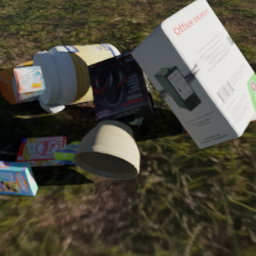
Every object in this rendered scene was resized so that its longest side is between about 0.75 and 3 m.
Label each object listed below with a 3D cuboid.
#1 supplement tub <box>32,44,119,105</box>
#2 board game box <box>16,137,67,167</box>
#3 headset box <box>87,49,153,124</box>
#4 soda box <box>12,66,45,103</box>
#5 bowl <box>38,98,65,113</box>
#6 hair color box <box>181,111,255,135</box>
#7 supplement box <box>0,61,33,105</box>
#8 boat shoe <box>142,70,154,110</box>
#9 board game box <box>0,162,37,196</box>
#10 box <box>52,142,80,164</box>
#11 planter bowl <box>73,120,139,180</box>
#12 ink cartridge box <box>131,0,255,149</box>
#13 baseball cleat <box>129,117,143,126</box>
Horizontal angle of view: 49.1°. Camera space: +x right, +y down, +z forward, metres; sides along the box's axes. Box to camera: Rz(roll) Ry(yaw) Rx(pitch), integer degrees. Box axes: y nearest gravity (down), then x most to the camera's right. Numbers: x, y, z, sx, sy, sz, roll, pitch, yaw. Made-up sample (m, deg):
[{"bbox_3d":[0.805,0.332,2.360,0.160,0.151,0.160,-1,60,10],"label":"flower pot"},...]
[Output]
[{"bbox_3d":[-1.583,-1.715,9.019,2.524,1.822,1.822,-14,39,-32],"label":"supplement tub"},{"bbox_3d":[-2.360,0.653,7.735,1.211,0.281,0.918,-3,38,-4],"label":"board game box"},{"bbox_3d":[-0.194,-0.886,6.998,1.319,0.665,1.774,-16,68,12],"label":"headset box"},{"bbox_3d":[-2.300,-0.942,6.378,0.549,0.510,1.604,-13,2,-24],"label":"soda box"},{"bbox_3d":[-2.539,-0.792,9.375,0.927,0.417,0.927,11,34,-8],"label":"bowl"},{"bbox_3d":[2.639,-0.677,8.177,2.423,1.344,0.775,-11,-4,-23],"label":"hair color box"},{"bbox_3d":[-3.263,-1.953,10.519,2.944,0.979,1.013,-31,48,-32],"label":"supplement box"},{"bbox_3d":[0.550,-1.214,8.861,0.406,1.436,0.493,8,35,31],"label":"boat shoe"},{"bbox_3d":[-2.824,1.189,6.556,1.182,0.899,0.266,3,38,3],"label":"board game box"},{"bbox_3d":[-1.408,0.624,7.248,0.642,0.251,1.052,1,15,22],"label":"box"},{"bbox_3d":[-0.414,0.463,6.555,1.497,1.497,1.008,7,59,9],"label":"planter bowl"},{"bbox_3d":[1.735,-1.286,6.586,2.050,1.181,2.809,-42,98,-37],"label":"ink cartridge box"},{"bbox_3d":[0.051,-0.488,9.016,0.671,0.439,1.260,19,32,-41],"label":"baseball cleat"}]
